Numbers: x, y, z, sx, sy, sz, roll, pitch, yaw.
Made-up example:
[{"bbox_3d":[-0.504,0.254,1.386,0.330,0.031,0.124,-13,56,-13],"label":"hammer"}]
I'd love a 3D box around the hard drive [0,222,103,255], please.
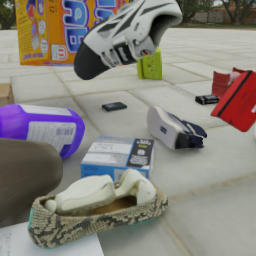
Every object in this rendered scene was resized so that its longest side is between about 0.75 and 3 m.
[{"bbox_3d":[-1.393,1.872,4.218,1.856,0.235,1.224,-8,25,-17],"label":"hard drive"}]

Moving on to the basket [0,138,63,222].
[{"bbox_3d":[-2.137,0.865,4.875,1.275,1.691,1.875,12,7,24],"label":"basket"}]

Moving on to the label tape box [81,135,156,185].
[{"bbox_3d":[-0.122,0.625,6.558,1.425,0.626,1.976,4,25,9],"label":"label tape box"}]

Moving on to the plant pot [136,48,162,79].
[{"bbox_3d":[1.103,-3.303,14.548,1.279,1.409,1.402,-5,23,8],"label":"plant pot"}]

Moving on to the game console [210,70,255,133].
[{"bbox_3d":[2.304,-0.529,5.645,0.956,1.110,0.659,38,7,29],"label":"game console"}]

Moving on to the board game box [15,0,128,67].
[{"bbox_3d":[-2.004,-3.674,9.848,2.927,2.927,2.929,-8,13,-37],"label":"board game box"}]

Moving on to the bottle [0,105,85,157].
[{"bbox_3d":[-2.367,0.107,6.100,2.919,1.219,0.953,1,34,-48],"label":"bottle"}]

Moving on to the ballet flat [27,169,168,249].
[{"bbox_3d":[-0.283,1.170,4.568,2.594,0.977,0.880,-7,31,-31],"label":"ballet flat"}]

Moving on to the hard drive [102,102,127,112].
[{"bbox_3d":[-0.504,-0.790,10.354,0.780,0.128,0.544,-14,28,-28],"label":"hard drive"}]

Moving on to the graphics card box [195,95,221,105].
[{"bbox_3d":[3.132,-1.115,10.977,0.858,0.218,0.538,-6,25,-17],"label":"graphics card box"}]

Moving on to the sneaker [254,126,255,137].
[{"bbox_3d":[3.970,0.074,6.923,1.017,1.353,2.716,1,22,5],"label":"sneaker"}]

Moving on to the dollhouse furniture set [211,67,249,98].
[{"bbox_3d":[4.769,-1.595,11.019,1.393,1.053,2.589,-17,29,-33],"label":"dollhouse furniture set"}]

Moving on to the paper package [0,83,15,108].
[{"bbox_3d":[-4.810,-0.764,9.233,1.927,0.997,1.836,-8,25,-17],"label":"paper package"}]

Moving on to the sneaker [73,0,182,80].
[{"bbox_3d":[-0.034,-2.055,6.720,1.319,2.981,1.105,55,12,30],"label":"sneaker"}]

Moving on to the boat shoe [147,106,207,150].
[{"bbox_3d":[1.322,0.011,7.964,1.008,0.812,2.175,5,24,-21],"label":"boat shoe"}]
